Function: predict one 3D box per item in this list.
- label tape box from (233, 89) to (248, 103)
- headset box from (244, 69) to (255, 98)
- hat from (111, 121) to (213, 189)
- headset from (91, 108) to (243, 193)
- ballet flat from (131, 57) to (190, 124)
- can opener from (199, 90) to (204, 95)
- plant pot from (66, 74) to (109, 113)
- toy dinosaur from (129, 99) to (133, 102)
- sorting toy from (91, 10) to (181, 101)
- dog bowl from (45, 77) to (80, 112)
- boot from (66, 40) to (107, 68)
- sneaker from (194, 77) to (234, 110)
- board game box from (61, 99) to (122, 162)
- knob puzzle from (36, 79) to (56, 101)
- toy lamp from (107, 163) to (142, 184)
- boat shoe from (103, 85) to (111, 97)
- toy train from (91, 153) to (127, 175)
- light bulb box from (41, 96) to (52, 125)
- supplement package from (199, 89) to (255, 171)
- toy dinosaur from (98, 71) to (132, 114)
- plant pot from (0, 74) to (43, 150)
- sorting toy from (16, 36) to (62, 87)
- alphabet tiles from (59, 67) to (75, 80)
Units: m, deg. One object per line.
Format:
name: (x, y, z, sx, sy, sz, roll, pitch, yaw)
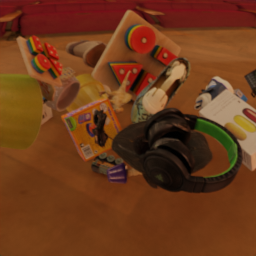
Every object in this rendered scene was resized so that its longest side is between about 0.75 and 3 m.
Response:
label tape box: (3.732, -1.055, 9.908, 0.240, 0.547, 0.759, -53, 17, -18)
headset box: (4.939, -1.565, 9.561, 1.568, 1.365, 0.727, -32, 47, 26)
hat: (0.703, 0.716, 6.347, 2.424, 0.978, 2.424, 4, 25, -2)
headset: (0.648, 0.213, 4.603, 2.439, 1.146, 1.506, 4, 44, 3)
ballet flat: (1.033, -1.168, 8.613, 1.016, 1.016, 2.737, 23, 69, 31)
can opener: (4.375, -1.532, 14.155, 1.752, 0.689, 0.555, 21, 78, 34)
plant pot: (-1.634, -1.054, 12.234, 1.943, 1.943, 1.828, -25, 56, -33)
toy dinosaur: (0.821, -1.477, 13.738, 1.663, 1.251, 2.450, 27, 21, 13)
sorting toy: (0.482, -2.318, 10.161, 2.623, 2.639, 0.919, 25, 12, -32)
dog bowl: (-2.424, -1.311, 10.655, 0.463, 1.579, 1.579, 36, 43, 10)
boot: (-1.726, -3.136, 11.669, 2.058, 0.989, 2.815, 17, 22, 22)
sneaker: (2.766, -1.129, 9.724, 1.287, 0.708, 1.757, -33, 12, 7)
board game box: (-0.942, 0.007, 7.434, 1.195, 1.196, 1.195, -26, 12, -13)
knob puzzle: (-2.408, -1.281, 8.094, 0.176, 1.268, 1.268, -30, 43, -30)
toy lamp: (0.382, 1.053, 7.027, 1.825, 0.531, 0.531, -7, 34, -12)
boat shoe: (-1.743, -1.667, 14.134, 0.616, 0.754, 2.041, -22, 4, 45)
toy train: (-0.679, 1.329, 9.708, 1.239, 0.528, 0.706, 17, 49, 20)
light bulb box: (-4.398, -1.125, 12.381, 1.622, 1.636, 1.021, 14, 36, 19)
supplement package: (3.128, 0.038, 7.893, 1.114, 1.073, 1.958, -40, 51, -2)
toy dinosaur: (-0.370, -0.951, 8.838, 1.049, 0.604, 2.075, -9, 40, 18)
plant pot: (-3.784, -0.489, 7.243, 2.297, 2.149, 2.149, 3, 23, -46)
sorting toy: (-2.133, -1.726, 7.153, 0.396, 1.131, 1.137, -29, -17, 18)
alphabet tiles: (-2.247, -1.900, 9.866, 0.731, 0.033, 0.874, -23, 40, -24)
